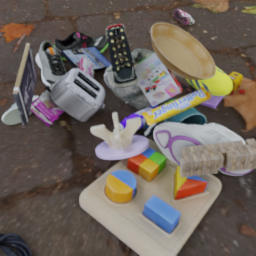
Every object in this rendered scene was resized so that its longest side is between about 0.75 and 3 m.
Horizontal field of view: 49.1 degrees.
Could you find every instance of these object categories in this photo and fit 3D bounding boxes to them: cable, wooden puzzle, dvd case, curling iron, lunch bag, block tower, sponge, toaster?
[{"bbox_3d":[-3.072,2.979,5.983,1.843,0.468,1.504,-1,45,0],"label":"cable"},{"bbox_3d":[0.635,1.565,7.165,2.685,0.671,2.899,30,50,26],"label":"wooden puzzle"},{"bbox_3d":[-1.601,-2.704,11.215,1.302,0.160,1.825,47,40,16],"label":"dvd case"},{"bbox_3d":[2.060,-1.723,10.806,0.376,0.194,1.516,-40,51,-22],"label":"curling iron"},{"bbox_3d":[0.304,-1.639,9.127,1.691,2.017,1.405,32,69,-23],"label":"lunch bag"},{"bbox_3d":[2.235,0.731,6.841,1.996,0.539,0.577,-8,38,1],"label":"block tower"},{"bbox_3d":[2.973,-1.173,9.702,0.630,0.168,1.130,23,61,33],"label":"sponge"},{"bbox_3d":[-1.610,-1.084,8.891,1.815,1.172,1.031,38,46,-23],"label":"toaster"},{"bbox_3d":[-2.896,-1.222,7.965,0.151,1.410,1.897,3,55,-8],"label":"dvd case"}]

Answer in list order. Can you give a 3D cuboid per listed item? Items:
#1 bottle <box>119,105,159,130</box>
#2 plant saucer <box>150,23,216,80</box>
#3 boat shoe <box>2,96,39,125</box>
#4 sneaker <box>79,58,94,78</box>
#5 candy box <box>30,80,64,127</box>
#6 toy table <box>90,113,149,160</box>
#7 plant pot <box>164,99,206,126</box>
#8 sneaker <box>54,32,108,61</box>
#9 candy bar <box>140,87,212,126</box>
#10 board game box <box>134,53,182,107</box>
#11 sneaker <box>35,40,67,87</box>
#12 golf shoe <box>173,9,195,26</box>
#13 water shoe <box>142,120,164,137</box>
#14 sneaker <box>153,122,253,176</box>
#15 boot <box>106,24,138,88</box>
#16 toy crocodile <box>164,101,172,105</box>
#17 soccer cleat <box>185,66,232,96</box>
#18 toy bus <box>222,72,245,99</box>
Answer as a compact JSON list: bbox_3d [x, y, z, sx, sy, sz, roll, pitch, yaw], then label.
[{"bbox_3d":[0.347,-0.248,9.068,1.564,0.511,0.653,-27,13,-24],"label":"bottle"},{"bbox_3d":[1.294,-1.811,6.891,1.915,0.339,1.915,19,46,-21],"label":"plant saucer"},{"bbox_3d":[-3.666,-0.635,9.589,0.558,0.546,1.565,19,45,36],"label":"boat shoe"},{"bbox_3d":[-1.498,-1.879,10.146,0.546,1.237,0.503,7,1,-29],"label":"sneaker"},{"bbox_3d":[-2.519,-0.836,9.407,0.934,0.418,1.369,45,53,-14],"label":"candy box"},{"bbox_3d":[-0.239,0.235,7.720,1.496,0.876,1.375,-17,29,-9],"label":"toy table"},{"bbox_3d":[1.583,-0.273,8.656,1.206,1.206,1.133,-17,45,-16],"label":"plant pot"},{"bbox_3d":[-1.989,-3.640,12.131,2.502,1.048,0.960,-19,48,-18],"label":"sneaker"},{"bbox_3d":[1.185,-0.536,6.783,1.820,0.202,0.454,-23,51,-12],"label":"candy bar"},{"bbox_3d":[0.754,-1.325,7.714,0.971,1.269,0.256,-26,16,29],"label":"board game box"},{"bbox_3d":[-2.923,-2.401,10.783,0.928,0.995,2.511,-10,54,-34],"label":"sneaker"},{"bbox_3d":[2.909,-5.793,14.720,0.635,0.501,1.380,-12,52,-30],"label":"golf shoe"},{"bbox_3d":[0.651,-0.122,7.927,0.384,1.074,0.424,-13,69,-26],"label":"water shoe"},{"bbox_3d":[2.080,0.424,7.924,2.947,1.103,1.468,18,36,-9],"label":"sneaker"},{"bbox_3d":[-0.198,-1.715,6.618,0.585,1.223,1.619,-13,29,2],"label":"boot"},{"bbox_3d":[1.416,-0.620,8.085,0.867,0.268,0.293,1,28,11],"label":"toy crocodile"},{"bbox_3d":[2.066,-2.117,8.997,0.970,1.255,3.001,-45,74,-1],"label":"soccer cleat"},{"bbox_3d":[3.852,-1.674,10.533,1.019,0.558,1.080,-3,45,-3],"label":"toy bus"}]
